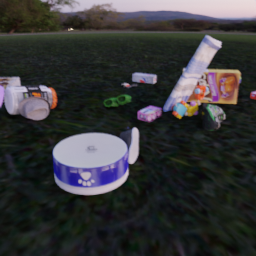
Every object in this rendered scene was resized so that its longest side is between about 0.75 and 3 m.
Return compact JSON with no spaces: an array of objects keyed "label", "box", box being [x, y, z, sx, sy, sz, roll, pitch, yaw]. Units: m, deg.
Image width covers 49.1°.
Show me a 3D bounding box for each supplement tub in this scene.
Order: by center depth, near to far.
[{"label":"supplement tub","box":[-3.655,-1.072,10.564,1.692,1.037,1.037,-10,24,-40]}]

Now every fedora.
[{"label":"fedora","box":[-3.264,-0.598,9.891,1.093,0.967,0.494,-7,41,-24]}]

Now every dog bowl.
[{"label":"dog bowl","box":[-0.896,0.807,6.813,1.797,0.708,1.797,0,24,0]}]

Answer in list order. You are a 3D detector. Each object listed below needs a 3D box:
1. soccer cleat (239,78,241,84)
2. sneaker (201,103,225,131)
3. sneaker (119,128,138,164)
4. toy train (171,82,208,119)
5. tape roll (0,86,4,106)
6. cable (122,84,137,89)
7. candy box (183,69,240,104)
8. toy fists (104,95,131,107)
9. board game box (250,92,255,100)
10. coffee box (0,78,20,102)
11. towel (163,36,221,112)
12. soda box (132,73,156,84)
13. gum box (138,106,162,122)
[{"label":"soccer cleat","box":[5.069,-2.582,14.653,1.567,0.655,0.506,4,24,10]},{"label":"sneaker","box":[2.974,-0.429,9.645,0.783,0.717,1.838,5,24,10]},{"label":"sneaker","box":[-0.014,0.505,7.541,0.491,0.991,0.350,-10,-27,33]},{"label":"toy train","box":[2.135,-0.996,10.070,1.649,1.238,0.459,-18,34,-32]},{"label":"tape roll","box":[-4.899,-0.901,9.876,0.446,1.360,1.360,23,5,-40]},{"label":"cable","box":[0.124,-2.174,14.261,0.886,0.223,0.430,-12,26,-26]},{"label":"candy box","box":[3.457,-1.778,11.954,2.307,1.346,0.651,4,23,10]},{"label":"toy fists","box":[-0.412,-1.066,11.228,1.106,0.380,0.564,-14,6,24]},{"label":"board game box","box":[6.219,-1.355,12.341,0.951,0.251,1.243,-14,27,-30]},{"label":"coffee box","box":[-5.981,-1.679,12.336,2.127,0.849,1.202,-2,24,-5]},{"label":"towel","box":[2.378,-1.923,10.261,0.349,2.936,2.156,36,23,16]},{"label":"soda box","box":[0.869,-2.695,15.235,1.265,0.401,0.432,11,26,23]},{"label":"gum box","box":[0.788,-0.512,10.350,0.513,0.299,0.903,17,29,34]}]
